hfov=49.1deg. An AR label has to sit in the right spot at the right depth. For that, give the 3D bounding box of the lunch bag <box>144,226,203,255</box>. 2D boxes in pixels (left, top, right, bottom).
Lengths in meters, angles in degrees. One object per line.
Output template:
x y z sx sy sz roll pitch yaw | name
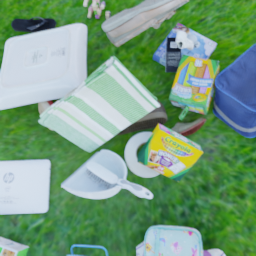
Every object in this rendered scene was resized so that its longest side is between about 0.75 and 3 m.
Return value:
1.005 3.231 6.532 1.430 0.687 1.783 1 73 13 | lunch bag

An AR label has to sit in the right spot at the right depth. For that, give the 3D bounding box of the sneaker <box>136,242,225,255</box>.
1.309 3.167 7.256 2.254 0.817 1.285 -12 69 -4 | sneaker

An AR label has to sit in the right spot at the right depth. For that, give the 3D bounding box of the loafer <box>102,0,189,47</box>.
0.581 -3.442 8.794 2.919 0.918 1.049 -13 37 27 | loafer

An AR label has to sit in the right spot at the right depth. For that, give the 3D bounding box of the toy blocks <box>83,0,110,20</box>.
-1.015 -4.278 9.666 0.859 0.802 0.723 10 76 8 | toy blocks

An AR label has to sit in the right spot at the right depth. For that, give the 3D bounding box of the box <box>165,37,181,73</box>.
1.375 -2.226 8.552 0.477 0.757 0.770 2 53 8 | box

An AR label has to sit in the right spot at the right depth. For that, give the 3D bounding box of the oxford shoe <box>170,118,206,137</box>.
1.709 -0.025 8.462 1.373 0.484 0.514 -27 62 -11 | oxford shoe

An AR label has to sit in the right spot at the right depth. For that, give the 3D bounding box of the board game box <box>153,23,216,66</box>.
1.888 -2.545 9.348 1.533 0.334 1.540 33 76 10 | board game box

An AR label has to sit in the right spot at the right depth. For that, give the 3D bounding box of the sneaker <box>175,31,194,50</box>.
1.602 -2.430 8.112 0.329 0.878 0.437 15 84 40 | sneaker

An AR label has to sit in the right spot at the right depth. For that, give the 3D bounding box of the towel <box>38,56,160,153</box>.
-0.727 -0.420 7.262 2.617 1.996 0.306 -34 41 21 | towel

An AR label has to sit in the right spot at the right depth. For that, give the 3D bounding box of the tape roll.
0.568 0.792 8.269 1.363 0.249 1.363 1 72 -3 | tape roll

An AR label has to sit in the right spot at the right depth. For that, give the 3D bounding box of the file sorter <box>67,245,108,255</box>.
-1.109 3.532 6.350 1.043 1.503 0.922 -3 107 15 | file sorter

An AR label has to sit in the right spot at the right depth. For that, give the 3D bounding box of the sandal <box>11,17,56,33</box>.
-3.284 -3.569 9.690 1.550 0.332 0.589 -2 72 -1 | sandal

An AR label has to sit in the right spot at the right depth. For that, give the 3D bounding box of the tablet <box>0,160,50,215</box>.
-3.437 1.698 8.069 2.329 0.159 1.515 -2 72 -1 | tablet

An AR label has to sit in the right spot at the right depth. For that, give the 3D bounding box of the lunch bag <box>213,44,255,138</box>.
3.793 -1.110 8.195 2.568 1.699 1.745 -38 61 -10 | lunch bag

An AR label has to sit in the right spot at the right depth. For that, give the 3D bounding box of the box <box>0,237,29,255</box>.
-3.719 3.705 7.030 1.636 0.896 1.854 18 74 4 | box

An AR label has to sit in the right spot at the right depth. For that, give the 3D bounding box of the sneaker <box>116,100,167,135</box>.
0.028 -0.362 8.525 2.235 0.787 0.844 -5 55 -8 | sneaker

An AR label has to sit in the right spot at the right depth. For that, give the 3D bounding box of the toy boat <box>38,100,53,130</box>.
-2.227 -0.565 8.506 0.789 0.788 1.207 -22 63 -30 | toy boat

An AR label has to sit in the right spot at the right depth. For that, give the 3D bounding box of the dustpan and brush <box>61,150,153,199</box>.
-0.403 1.346 7.173 2.377 0.680 1.659 26 48 26 | dustpan and brush

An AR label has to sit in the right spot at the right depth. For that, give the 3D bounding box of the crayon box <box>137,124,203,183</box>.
1.114 0.704 7.612 1.355 0.395 1.169 27 117 -10 | crayon box

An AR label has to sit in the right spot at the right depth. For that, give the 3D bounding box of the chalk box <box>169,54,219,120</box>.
1.906 -1.061 8.240 1.090 1.098 1.759 16 87 19 | chalk box

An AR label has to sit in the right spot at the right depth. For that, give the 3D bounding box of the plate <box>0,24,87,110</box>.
-2.701 -2.048 8.574 2.899 0.469 2.893 -9 59 8 | plate
